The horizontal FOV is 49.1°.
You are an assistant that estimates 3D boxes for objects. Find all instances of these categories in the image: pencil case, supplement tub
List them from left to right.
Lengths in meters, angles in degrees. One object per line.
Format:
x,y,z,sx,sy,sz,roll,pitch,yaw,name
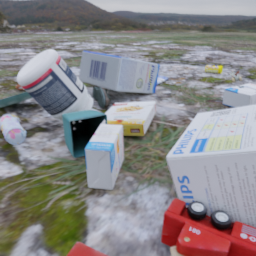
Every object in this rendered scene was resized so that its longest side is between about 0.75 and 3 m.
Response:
-3.259,0.030,7.900,0.564,0.517,1.244,-3,22,-29,pencil case
-2.126,-1.165,8.370,1.407,2.005,1.407,-25,36,20,supplement tub

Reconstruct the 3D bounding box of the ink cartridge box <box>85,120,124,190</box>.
-0.444,0.513,6.212,0.545,0.925,1.607,3,24,9,ink cartridge box

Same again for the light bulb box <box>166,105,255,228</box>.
2.189,0.549,4.746,2.293,1.431,2.273,-9,16,30,light bulb box

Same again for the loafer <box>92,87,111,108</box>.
-0.914,-1.246,10.760,0.593,0.677,1.884,-1,20,-19,loafer

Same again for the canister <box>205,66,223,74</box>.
4.880,-3.332,15.961,0.883,0.382,0.656,10,25,26,canister

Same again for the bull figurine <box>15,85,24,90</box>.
-4.735,-1.901,12.686,0.564,0.303,0.929,2,24,0,bull figurine

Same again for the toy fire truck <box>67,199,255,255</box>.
0.805,1.820,3.442,2.742,0.668,1.934,16,31,26,toy fire truck

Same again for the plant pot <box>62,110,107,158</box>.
-1.248,0.016,7.427,0.964,0.964,1.364,-12,22,-26,plant pot

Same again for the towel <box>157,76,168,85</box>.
0.855,-2.359,13.835,1.567,0.254,2.134,15,27,30,towel

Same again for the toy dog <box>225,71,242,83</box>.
4.687,-2.325,12.364,0.564,0.412,0.855,-22,32,-9,toy dog

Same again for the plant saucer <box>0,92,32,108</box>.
-4.132,-1.052,10.252,1.638,0.294,1.638,-16,13,4,plant saucer

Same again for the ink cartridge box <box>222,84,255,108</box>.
4.520,-1.166,10.520,1.539,0.661,1.127,-16,27,-31,ink cartridge box

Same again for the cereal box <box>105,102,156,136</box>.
-0.011,-0.331,8.707,1.467,0.403,2.039,-1,23,16,cereal box

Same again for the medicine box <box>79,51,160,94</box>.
-0.355,-2.292,11.704,2.282,1.290,2.506,20,17,39,medicine box
